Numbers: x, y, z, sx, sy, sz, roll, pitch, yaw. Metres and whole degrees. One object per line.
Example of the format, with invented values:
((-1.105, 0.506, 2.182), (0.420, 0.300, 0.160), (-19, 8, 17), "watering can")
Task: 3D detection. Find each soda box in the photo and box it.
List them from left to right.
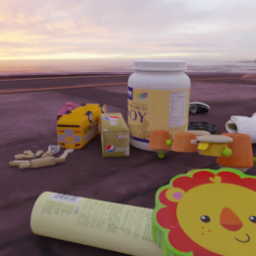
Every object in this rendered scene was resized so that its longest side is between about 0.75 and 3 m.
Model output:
((-0.454, 0.145, 8.340), (0.716, 0.757, 2.235), (-2, 15, -8), "soda box")

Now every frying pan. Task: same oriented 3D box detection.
((2.124, 0.069, 9.541), (1.947, 0.317, 1.178), (-10, 20, -21), "frying pan")

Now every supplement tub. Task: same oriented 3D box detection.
((0.877, -0.714, 8.216), (1.785, 2.455, 1.785), (0, 15, 0), "supplement tub")

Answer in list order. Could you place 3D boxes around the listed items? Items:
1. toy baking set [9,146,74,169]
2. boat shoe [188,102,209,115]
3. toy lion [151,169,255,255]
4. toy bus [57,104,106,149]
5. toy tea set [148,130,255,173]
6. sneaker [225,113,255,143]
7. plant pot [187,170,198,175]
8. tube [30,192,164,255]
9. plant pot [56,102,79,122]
((-2.188, 0.706, 7.299), (1.705, 0.198, 1.309), (-6, 16, -22), "toy baking set")
((2.827, -0.815, 12.750), (1.768, 0.635, 0.598), (6, 51, -3), "boat shoe")
((1.424, 1.264, 2.955), (2.384, 0.819, 2.286), (3, 29, 10), "toy lion")
((-1.413, -0.172, 9.109), (0.813, 0.978, 2.499), (1, 15, 11), "toy bus")
((1.602, 0.590, 6.525), (1.573, 0.979, 2.645), (-1, 3, -30), "toy tea set")
((4.004, -0.175, 9.122), (1.569, 1.000, 2.716), (7, 17, 15), "sneaker")
((1.169, 1.097, 4.564), (0.970, 0.688, 0.970), (6, 21, -2), "plant pot")
((-0.137, 1.418, 3.964), (2.436, 0.707, 0.632), (6, -23, 10), "tube")
((-2.324, -0.449, 10.721), (0.850, 0.850, 0.761), (7, 32, 24), "plant pot")
